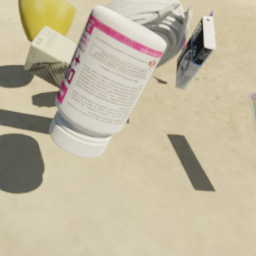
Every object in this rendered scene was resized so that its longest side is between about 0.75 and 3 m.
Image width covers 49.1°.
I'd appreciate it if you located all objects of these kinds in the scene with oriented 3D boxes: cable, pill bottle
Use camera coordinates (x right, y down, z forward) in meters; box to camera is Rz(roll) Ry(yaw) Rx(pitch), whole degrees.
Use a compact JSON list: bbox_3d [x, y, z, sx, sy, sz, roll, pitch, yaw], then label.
[{"bbox_3d":[0.261,-2.396,7.369,2.630,2.629,0.910,-12,72,3],"label":"cable"},{"bbox_3d":[-0.417,-0.651,4.450,1.208,2.131,1.208,24,22,-11],"label":"pill bottle"}]

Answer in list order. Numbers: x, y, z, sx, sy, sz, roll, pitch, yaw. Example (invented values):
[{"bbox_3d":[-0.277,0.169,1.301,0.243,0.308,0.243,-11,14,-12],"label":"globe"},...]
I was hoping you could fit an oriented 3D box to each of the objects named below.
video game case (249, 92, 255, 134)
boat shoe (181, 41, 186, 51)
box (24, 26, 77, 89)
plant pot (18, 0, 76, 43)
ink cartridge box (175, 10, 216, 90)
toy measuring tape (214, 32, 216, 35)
[{"bbox_3d":[3.279,-0.099,5.652,1.370,0.172,1.914,-20,55,37],"label":"video game case"},{"bbox_3d":[1.661,-3.190,9.760,0.475,0.418,1.336,-26,47,6],"label":"boat shoe"},{"bbox_3d":[-1.190,-1.292,6.568,2.225,0.914,0.761,29,50,-12],"label":"box"},{"bbox_3d":[-2.512,-3.162,8.517,1.717,1.219,1.717,9,5,-1],"label":"plant pot"},{"bbox_3d":[1.625,-1.941,6.928,0.322,1.469,1.483,17,56,-10],"label":"ink cartridge box"},{"bbox_3d":[2.669,-2.634,9.014,0.304,0.828,0.304,15,29,-9],"label":"toy measuring tape"}]
